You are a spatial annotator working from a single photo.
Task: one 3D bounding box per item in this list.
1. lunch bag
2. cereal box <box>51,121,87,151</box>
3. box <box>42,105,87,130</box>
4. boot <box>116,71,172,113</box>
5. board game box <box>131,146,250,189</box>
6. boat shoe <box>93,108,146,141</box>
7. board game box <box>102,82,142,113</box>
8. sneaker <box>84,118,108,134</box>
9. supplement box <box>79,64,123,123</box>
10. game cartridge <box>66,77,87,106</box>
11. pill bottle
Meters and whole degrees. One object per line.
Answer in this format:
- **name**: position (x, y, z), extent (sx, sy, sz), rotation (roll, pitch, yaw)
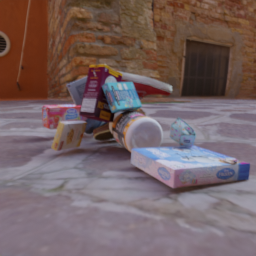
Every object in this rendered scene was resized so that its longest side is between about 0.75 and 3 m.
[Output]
- **lunch bag**: position (1.619, 0.189, 8.190), extent (0.767, 0.653, 0.468), rotation (38, 65, 25)
- **cereal box**: position (-1.965, 0.241, 9.466), extent (0.261, 0.952, 1.323), rotation (24, 13, 21)
- **box**: position (-2.654, -0.512, 12.208), extent (1.955, 0.933, 0.975), rotation (-5, 13, -33)
- **boot**: position (0.233, -1.056, 10.759), extent (2.682, 1.935, 0.971), rotation (11, 6, 6)
- **board game box**: position (1.497, 0.914, 7.260), extent (2.178, 0.475, 2.189), rotation (-2, 8, -24)
- **boat shoe**: position (-0.355, -0.174, 11.538), extent (2.492, 0.841, 0.897), rotation (-20, -20, -22)
- **board game box**: position (-0.189, -1.041, 9.375), extent (0.296, 0.953, 1.262), rotation (-29, -12, 41)
- **sneaker**: position (-1.024, -0.376, 12.380), extent (0.948, 1.109, 2.703), rotation (-16, 27, 35)
- **supplement box**: position (-0.918, -1.160, 9.627), extent (0.766, 1.788, 0.987), rotation (6, -7, 39)
- **game cartridge**: position (-1.413, -1.381, 10.131), extent (1.421, 0.947, 0.288), rotation (-28, 11, -23)
- **pill bottle**: position (0.163, 0.100, 9.689), extent (1.290, 1.290, 2.217), rotation (-4, 14, -22)
